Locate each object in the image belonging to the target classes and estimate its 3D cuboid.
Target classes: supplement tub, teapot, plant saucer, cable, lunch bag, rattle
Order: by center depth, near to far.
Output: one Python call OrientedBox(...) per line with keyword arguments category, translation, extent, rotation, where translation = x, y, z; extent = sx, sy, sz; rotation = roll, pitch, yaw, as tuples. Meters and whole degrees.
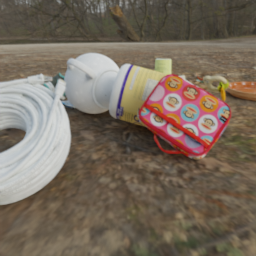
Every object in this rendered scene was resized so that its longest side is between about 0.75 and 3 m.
OrientedBox(category="cable", translation=(-2.549, 0.193, 5.674), extent=(2.716, 0.940, 2.716), rotation=(-5, 53, -3))
OrientedBox(category="lunch bag", translation=(1.315, -0.192, 7.044), extent=(2.027, 1.785, 0.830), rotation=(34, -6, 17))
OrientedBox(category="supplement tub", translation=(0.769, -0.851, 8.543), extent=(2.368, 1.721, 1.721), rotation=(16, 23, 6))
OrientedBox(category="rattle", translation=(2.805, -1.386, 9.676), extent=(1.164, 0.832, 0.758), rotation=(21, -14, 4))
OrientedBox(category="teapot", translation=(-1.004, -1.485, 9.849), extent=(2.348, 2.317, 1.715), rotation=(-24, 34, -36))
OrientedBox(category="plant saucer", translation=(5.857, -1.693, 12.956), extent=(2.543, 0.411, 2.543), rotation=(0, 22, 0))

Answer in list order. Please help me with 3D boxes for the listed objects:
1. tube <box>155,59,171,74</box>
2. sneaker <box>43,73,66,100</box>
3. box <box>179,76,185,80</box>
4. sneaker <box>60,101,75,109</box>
OrientedBox(category="tube", translation=(1.155, -1.279, 9.500), extent=(0.536, 2.063, 0.599), rotation=(-5, 15, -26))
OrientedBox(category="sneaker", translation=(-2.798, -1.749, 11.725), extent=(0.881, 0.750, 1.932), rotation=(-43, -2, 0))
OrientedBox(category="box", translation=(1.575, -1.692, 12.123), extent=(0.956, 0.796, 2.327), rotation=(-1, 15, 41))
OrientedBox(category="sneaker", translation=(-2.339, -0.987, 11.066), extent=(0.798, 0.346, 0.299), rotation=(17, -16, 28))
